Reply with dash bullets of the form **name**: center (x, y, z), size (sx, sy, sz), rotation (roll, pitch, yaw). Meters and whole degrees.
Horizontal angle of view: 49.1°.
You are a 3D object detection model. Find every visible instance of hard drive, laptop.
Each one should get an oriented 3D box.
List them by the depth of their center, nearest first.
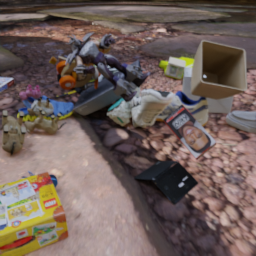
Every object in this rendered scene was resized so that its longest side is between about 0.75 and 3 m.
- **laptop**: center (1.037, 1.452, 7.711), size (1.135, 0.661, 1.280), rotation (-28, 66, -38)
- **hard drive**: center (-0.715, -1.564, 11.122), size (2.893, 0.612, 1.951), rotation (-27, 24, 15)

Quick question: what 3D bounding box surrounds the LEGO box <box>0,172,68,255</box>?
- **LEGO box**: center (-2.548, 1.964, 6.096), size (2.067, 0.797, 1.539), rotation (-15, 33, -24)

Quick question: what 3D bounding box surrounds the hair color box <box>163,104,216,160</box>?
- **hair color box**: center (1.640, 0.112, 7.507), size (0.696, 0.420, 1.371), rotation (-40, 69, 5)

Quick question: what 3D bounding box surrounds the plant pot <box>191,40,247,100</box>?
- **plant pot**: center (2.880, -1.759, 9.410), size (1.544, 1.367, 1.542), rotation (9, 70, -8)

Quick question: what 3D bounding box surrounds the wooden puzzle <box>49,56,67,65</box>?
- **wooden puzzle**: center (-2.268, -2.499, 11.065), size (1.661, 0.194, 1.120), rotation (19, -12, -13)

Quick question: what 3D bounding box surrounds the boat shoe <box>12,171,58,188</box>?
- **boat shoe**: center (-2.649, 1.426, 7.151), size (1.618, 0.681, 0.555), rotation (-9, 36, -19)

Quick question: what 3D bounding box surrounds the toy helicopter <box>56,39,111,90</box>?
- **toy helicopter**: center (-1.415, -2.291, 10.338), size (1.611, 2.436, 0.961), rotation (15, 46, -44)

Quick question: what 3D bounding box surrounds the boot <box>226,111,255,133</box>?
- **boot**: center (5.005, -0.516, 9.758), size (2.895, 1.384, 1.065), rotation (13, 33, 20)

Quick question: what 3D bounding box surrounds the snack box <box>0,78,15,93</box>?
- **snack box**: center (-6.367, -1.764, 12.959), size (0.919, 0.311, 2.557), rotation (6, 31, 10)

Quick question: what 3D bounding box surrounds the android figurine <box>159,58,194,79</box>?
- **android figurine**: center (3.214, -3.256, 15.238), size (2.926, 0.601, 2.663), rotation (23, 37, 35)

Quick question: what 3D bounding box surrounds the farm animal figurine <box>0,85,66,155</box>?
- **farm animal figurine**: center (-3.563, -0.231, 9.580), size (2.016, 1.255, 2.497), rotation (38, 39, 15)

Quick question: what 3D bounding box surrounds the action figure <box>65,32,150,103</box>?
- **action figure**: center (-0.611, -1.679, 7.198), size (2.249, 0.780, 1.463), rotation (34, 71, -9)

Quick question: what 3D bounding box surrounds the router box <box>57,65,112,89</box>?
- **router box**: center (-2.043, -2.653, 13.810), size (1.767, 0.733, 2.358), rotation (18, 28, 27)

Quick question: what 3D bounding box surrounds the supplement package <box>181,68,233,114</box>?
- **supplement package**: center (3.179, -1.533, 11.354), size (1.951, 1.520, 1.082), rotation (4, 31, 7)

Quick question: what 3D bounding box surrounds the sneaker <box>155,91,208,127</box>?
- **sneaker**: center (1.640, -0.883, 10.538), size (2.765, 1.219, 1.041), rotation (11, 30, 18)

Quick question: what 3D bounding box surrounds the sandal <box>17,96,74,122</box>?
- **sandal**: center (-3.161, -0.794, 10.718), size (2.150, 0.936, 0.854), rotation (-6, 29, -13)

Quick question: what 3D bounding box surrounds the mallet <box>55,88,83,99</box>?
- **mallet**: center (-2.721, -1.583, 12.747), size (1.302, 0.268, 0.429), rotation (-18, 35, -23)

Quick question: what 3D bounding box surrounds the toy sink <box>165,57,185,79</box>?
- **toy sink**: center (1.880, -2.364, 11.196), size (0.670, 0.576, 1.028), rotation (16, 28, 3)

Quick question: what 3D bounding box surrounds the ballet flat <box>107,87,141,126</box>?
- **ballet flat**: center (-0.030, -0.990, 11.127), size (1.049, 1.049, 2.924), rotation (8, 35, 14)

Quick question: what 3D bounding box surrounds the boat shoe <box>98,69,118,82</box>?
- **boat shoe**: center (-0.620, -2.480, 13.663), size (0.822, 0.835, 2.317), rotation (17, 33, 29)

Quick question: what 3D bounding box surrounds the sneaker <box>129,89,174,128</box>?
- **sneaker**: center (0.721, -0.589, 9.177), size (1.025, 1.106, 2.728), rotation (7, -6, -12)
